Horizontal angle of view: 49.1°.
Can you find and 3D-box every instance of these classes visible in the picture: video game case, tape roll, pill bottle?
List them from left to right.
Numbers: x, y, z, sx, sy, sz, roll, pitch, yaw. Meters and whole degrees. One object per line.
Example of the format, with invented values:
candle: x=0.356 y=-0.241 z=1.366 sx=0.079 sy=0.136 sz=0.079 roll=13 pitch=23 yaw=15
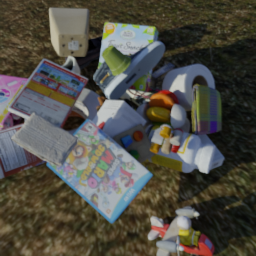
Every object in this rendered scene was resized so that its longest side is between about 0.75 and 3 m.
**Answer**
pill bottle: x=-3.352 y=0.657 z=8.016 sx=2.342 sy=1.314 sz=1.314 roll=-20 pitch=53 yaw=-26
video game case: x=-2.673 y=-1.180 z=9.694 sx=1.783 sy=0.218 sz=2.494 roll=24 pitch=55 yaw=-5
tape roll: x=-2.166 y=-0.173 z=10.295 sx=2.959 sy=0.978 sz=2.959 roll=0 pitch=50 yaw=0
video game case: x=-0.786 y=1.167 z=7.803 sx=2.426 sy=0.216 sz=1.736 roll=41 pitch=81 yaw=4
pill bottle: x=1.598 y=0.729 z=9.181 sx=2.261 sy=1.266 sz=1.266 roll=15 pitch=52 yaw=23
tape roll: x=2.298 y=-1.483 z=10.646 sx=1.700 sy=1.700 sz=1.168 roll=-38 pitch=21 yaw=-27

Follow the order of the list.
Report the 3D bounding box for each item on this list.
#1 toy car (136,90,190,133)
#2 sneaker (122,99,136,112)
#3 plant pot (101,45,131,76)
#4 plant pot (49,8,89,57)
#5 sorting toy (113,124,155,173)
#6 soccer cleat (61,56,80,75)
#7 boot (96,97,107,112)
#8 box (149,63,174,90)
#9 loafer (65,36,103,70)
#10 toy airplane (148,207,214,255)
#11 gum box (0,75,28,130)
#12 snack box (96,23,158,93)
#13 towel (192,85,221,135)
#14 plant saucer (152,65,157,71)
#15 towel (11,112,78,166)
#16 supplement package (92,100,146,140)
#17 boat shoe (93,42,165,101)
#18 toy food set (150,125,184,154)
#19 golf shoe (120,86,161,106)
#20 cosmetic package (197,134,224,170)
toy car: x=1.294 y=-0.542 z=9.871 sx=1.680 sy=1.920 sz=1.440 roll=4 pitch=69 yaw=24
sneaker: x=0.076 y=-0.425 z=10.261 sx=0.562 sy=0.639 sz=1.510 roll=-20 pitch=66 yaw=-41
plant pot: x=-0.423 y=-2.105 z=8.519 sx=0.752 sy=0.715 sz=0.752 roll=-31 pitch=36 yaw=25
plant pot: x=-2.453 y=-3.938 z=11.959 sx=1.663 sy=1.661 sz=1.472 roll=-3 pitch=52 yaw=-14
sorting toy: x=0.328 y=0.764 z=8.460 sx=1.166 sy=0.210 sz=1.566 roll=-25 pitch=91 yaw=-31
soccer cleat: x=-3.034 y=-1.883 z=11.549 sx=0.968 sy=1.201 sz=2.820 roll=28 pitch=55 yaw=21
boot: x=-0.905 y=-0.846 z=9.772 sx=0.789 sy=0.303 sz=0.613 roll=-4 pitch=59 yaw=-48
box: x=1.413 y=-2.060 z=11.849 sx=1.224 sy=0.969 sz=0.296 roll=-37 pitch=59 yaw=-25
loafer: x=-1.773 y=-3.716 z=13.162 sx=1.037 sy=0.908 sz=2.884 roll=27 pitch=57 yaw=31
toy airplane: x=1.361 y=2.824 z=7.706 sx=1.640 sy=1.162 sz=1.647 roll=-2 pitch=32 yaw=-15
gum box: x=-4.881 y=-0.847 z=10.914 sx=1.476 sy=0.860 sz=2.600 roll=10 pitch=51 yaw=8
snack box: x=-0.044 y=-2.572 z=10.332 sx=1.925 sy=0.772 sz=2.282 roll=10 pitch=95 yaw=14
towel: x=2.765 y=-0.615 z=9.759 sx=0.259 sy=1.633 sz=2.274 roll=-1 pitch=2 yaw=37
plant saucer: x=0.392 y=-2.902 z=12.045 sx=1.715 sy=1.715 sz=0.304 roll=14 pitch=53 yaw=11
towel: x=-2.013 y=0.289 z=6.917 sx=1.381 sy=0.238 sz=0.915 roll=31 pitch=60 yaw=-1
supplement package: x=-0.551 y=0.206 z=8.932 sx=1.159 sy=1.144 sz=1.911 roll=10 pitch=65 yaw=56
boat shoe: x=-0.034 y=-2.180 z=9.471 sx=2.567 sy=0.908 sz=1.165 roll=-42 pitch=63 yaw=3
toy food set: x=1.102 y=0.196 z=7.637 sx=0.764 sy=1.600 sz=0.720 roll=19 pitch=67 yaw=6
golf shoe: x=0.403 y=-1.179 z=10.961 sx=1.861 sy=0.718 sz=0.820 roll=3 pitch=68 yaw=22
cosmetic package: x=2.684 y=0.827 z=9.790 sx=0.686 sy=0.493 sz=1.216 roll=-18 pitch=52 yaw=-14
